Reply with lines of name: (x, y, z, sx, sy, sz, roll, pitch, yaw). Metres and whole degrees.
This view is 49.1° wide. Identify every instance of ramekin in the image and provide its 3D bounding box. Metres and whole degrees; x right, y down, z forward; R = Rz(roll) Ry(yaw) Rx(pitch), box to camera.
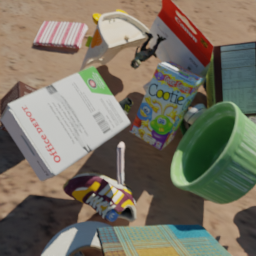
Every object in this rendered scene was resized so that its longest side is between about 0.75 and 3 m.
ramekin: (2.250, 0.677, 6.968, 1.188, 2.433, 2.433, 32, 57, -11)

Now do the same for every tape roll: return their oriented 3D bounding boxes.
tape roll: (-0.934, 3.465, 6.545, 2.452, 0.448, 2.452, 2, 59, -4)

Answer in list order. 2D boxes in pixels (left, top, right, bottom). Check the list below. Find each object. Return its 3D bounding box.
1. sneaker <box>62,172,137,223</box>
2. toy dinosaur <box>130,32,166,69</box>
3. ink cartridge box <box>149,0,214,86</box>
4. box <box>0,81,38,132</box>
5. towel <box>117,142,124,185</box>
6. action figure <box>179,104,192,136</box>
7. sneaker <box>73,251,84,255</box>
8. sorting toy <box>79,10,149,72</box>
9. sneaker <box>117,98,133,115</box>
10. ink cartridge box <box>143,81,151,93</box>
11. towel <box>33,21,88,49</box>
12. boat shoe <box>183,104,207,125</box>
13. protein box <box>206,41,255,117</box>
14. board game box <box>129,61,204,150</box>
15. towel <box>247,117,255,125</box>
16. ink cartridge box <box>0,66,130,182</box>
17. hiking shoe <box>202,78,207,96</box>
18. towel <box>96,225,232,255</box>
sneaker: (-0.608, 1.806, 7.017, 2.159, 0.809, 0.973, 21, 33, -37)
toy dinosaur: (0.609, -2.302, 8.210, 0.497, 0.923, 2.095, 36, 33, 8)
ink cartridge box: (1.479, -2.426, 8.493, 0.672, 2.842, 2.275, -37, 76, 1)
box: (-3.299, -0.549, 8.916, 1.069, 1.080, 1.302, -36, 50, 22)
towel: (-0.163, 0.799, 6.448, 0.147, 0.913, 0.872, 0, 92, 1)
action figure: (1.735, -0.575, 8.909, 0.464, 1.697, 1.003, -12, 23, 45)
sneaker: (-1.198, 3.420, 6.746, 0.375, 0.417, 0.966, -8, 55, -6)
sorting toy: (-0.829, -2.860, 9.995, 1.319, 2.222, 2.469, 50, 44, 5)
sneaker: (-0.032, -0.594, 7.472, 0.410, 0.968, 0.360, -32, 88, 14)
ink cartridge box: (1.290, -1.043, 9.295, 1.029, 1.409, 0.594, -39, 19, -25)
towel: (-2.915, -4.020, 12.152, 2.079, 0.311, 1.522, 6, 55, 7)
boat shoe: (2.262, -0.184, 8.503, 0.694, 1.959, 0.684, -41, 68, 13)
protein box: (3.166, -1.402, 8.495, 1.362, 2.005, 2.019, -4, 98, 10)
board game box: (1.092, -0.661, 8.090, 1.143, 2.180, 1.123, 31, 27, 16)
towel: (3.996, -0.254, 8.614, 1.455, 1.401, 0.251, -32, 100, -5)
ink cartridge box: (-1.399, -0.147, 6.535, 2.381, 1.001, 1.738, -34, 94, -37)
hiking shoe: (2.936, -1.464, 9.884, 1.655, 0.616, 0.718, 42, 60, 9)
towel: (0.713, 2.372, 5.314, 2.417, 0.262, 1.773, 3, 9, -16)
